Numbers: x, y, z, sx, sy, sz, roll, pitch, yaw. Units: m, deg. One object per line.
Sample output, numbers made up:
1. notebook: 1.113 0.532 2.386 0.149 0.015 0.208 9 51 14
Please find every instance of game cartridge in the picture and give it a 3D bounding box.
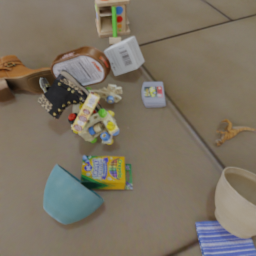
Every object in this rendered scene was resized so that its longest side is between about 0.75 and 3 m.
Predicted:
1. game cartridge: 0.955 -1.312 10.830 0.868 0.267 1.304 -4 49 3

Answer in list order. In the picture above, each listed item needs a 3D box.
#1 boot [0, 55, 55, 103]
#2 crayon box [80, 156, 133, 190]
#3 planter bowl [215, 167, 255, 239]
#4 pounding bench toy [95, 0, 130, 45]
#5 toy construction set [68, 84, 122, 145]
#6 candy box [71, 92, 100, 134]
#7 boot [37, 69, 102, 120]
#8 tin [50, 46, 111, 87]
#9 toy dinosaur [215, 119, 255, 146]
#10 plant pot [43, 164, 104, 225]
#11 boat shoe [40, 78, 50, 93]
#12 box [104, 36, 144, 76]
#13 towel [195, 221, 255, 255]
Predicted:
1. boot: -4.190 -2.188 11.193 2.758 1.058 2.141 -26 51 -10
2. crayon box: -0.624 1.334 8.417 1.538 0.397 0.967 2 45 -6
3. planter bowl: 2.952 2.001 7.126 1.767 1.189 1.767 19 24 -9
4. pounding bench toy: -0.705 -5.274 13.016 1.519 1.907 2.445 -8 51 -7
5. toy construction set: -1.057 -0.616 9.587 1.814 1.274 2.766 -16 39 19
6. candy box: -1.233 -0.466 8.218 0.325 1.175 0.678 29 8 -9
7. boot: -1.875 -0.806 9.058 1.842 0.674 1.387 44 87 -7
8. tin: -1.652 -1.990 9.562 2.325 1.302 0.487 -6 49 35
9. toy dinosaur: 3.577 0.098 9.623 1.713 0.518 0.910 -23 80 -14
10. plant pot: -1.604 1.887 7.468 1.625 1.625 1.094 32 76 24
11. boat shoe: -2.960 -1.445 10.318 0.341 0.288 0.956 -17 83 -51
12. box: -0.138 -2.850 11.165 1.119 1.113 0.958 -12 25 31
13. towel: 2.594 3.272 7.039 1.438 0.237 1.986 -3 50 -4
